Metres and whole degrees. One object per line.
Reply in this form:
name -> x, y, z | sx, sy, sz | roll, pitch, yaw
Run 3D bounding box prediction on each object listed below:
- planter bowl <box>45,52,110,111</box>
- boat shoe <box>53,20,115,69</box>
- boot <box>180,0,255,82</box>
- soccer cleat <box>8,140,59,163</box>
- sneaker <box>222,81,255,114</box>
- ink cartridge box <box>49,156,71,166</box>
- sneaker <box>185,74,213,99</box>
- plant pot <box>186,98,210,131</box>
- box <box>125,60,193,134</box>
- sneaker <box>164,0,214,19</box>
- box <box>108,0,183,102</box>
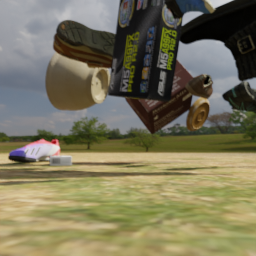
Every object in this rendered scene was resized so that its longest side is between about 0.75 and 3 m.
planter bowl -> -1.663, -1.690, 10.337 | 1.598, 2.374, 2.374 | 12, 0, 22
boat shoe -> -0.934, -2.265, 8.266 | 2.659, 1.006, 0.982 | 14, -33, -30
boot -> 2.615, -2.128, 7.253 | 2.703, 2.021, 1.017 | -10, 19, 41
soccer cleat -> -4.105, 1.007, 12.389 | 0.964, 1.034, 2.827 | -2, -5, 27
sneaker -> 3.581, -0.872, 8.658 | 0.781, 0.743, 1.971 | -22, -29, 34
ink cartridge box -> -2.496, 1.181, 10.204 | 0.744, 0.344, 1.365 | 2, -4, -17
sneaker -> 2.730, -1.483, 9.847 | 0.743, 0.693, 1.967 | -44, -16, 30
plant pot -> 2.962, -0.529, 11.665 | 1.513, 1.513, 0.208 | 5, 19, -47
box -> 1.171, -1.510, 11.649 | 2.221, 2.198, 2.677 | -34, -20, -4
sneaker -> 1.143, -2.340, 5.363 | 1.117, 0.429, 0.622 | 4, -33, -45
box -> 0.358, -2.060, 6.770 | 0.610, 2.755, 2.207 | 5, 6, -29
